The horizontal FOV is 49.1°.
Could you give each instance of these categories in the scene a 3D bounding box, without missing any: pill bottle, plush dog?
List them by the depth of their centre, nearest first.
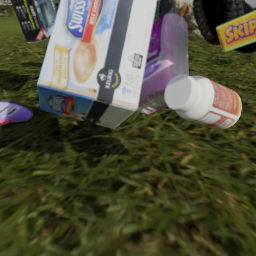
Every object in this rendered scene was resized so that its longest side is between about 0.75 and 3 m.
[{"bbox_3d":[1.137,-0.402,4.261,1.196,0.671,0.671,13,13,-39],"label":"pill bottle"},{"bbox_3d":[1.764,-2.875,7.368,1.617,1.389,1.297,11,65,33],"label":"plush dog"}]

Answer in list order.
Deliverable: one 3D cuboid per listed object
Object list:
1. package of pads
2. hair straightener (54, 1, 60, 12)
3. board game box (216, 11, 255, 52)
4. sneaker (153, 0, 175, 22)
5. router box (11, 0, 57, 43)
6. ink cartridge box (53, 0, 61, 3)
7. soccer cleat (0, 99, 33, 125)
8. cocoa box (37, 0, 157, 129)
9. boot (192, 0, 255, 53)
[{"bbox_3d":[0.689,-1.360,6.039,0.742,1.961,1.182,22,-27,-38],"label":"package of pads"},{"bbox_3d":[-2.509,-3.917,9.463,1.320,0.508,0.270,-30,39,26],"label":"hair straightener"},{"bbox_3d":[2.177,-1.569,3.832,1.302,0.408,2.725,-15,10,34],"label":"board game box"},{"bbox_3d":[1.083,-3.403,8.451,0.716,1.636,0.609,2,59,-7],"label":"sneaker"},{"bbox_3d":[-2.824,-3.817,8.352,0.646,2.081,1.559,-6,35,9],"label":"router box"},{"bbox_3d":[-2.221,-5.275,11.095,1.376,0.589,1.015,7,-7,-18],"label":"ink cartridge box"},{"bbox_3d":[-4.293,-0.306,8.523,2.636,0.899,0.965,3,52,-11],"label":"soccer cleat"},{"bbox_3d":[-0.508,-1.225,4.446,1.359,2.071,1.381,14,-14,-13],"label":"cocoa box"},{"bbox_3d":[1.844,-1.865,5.021,0.753,2.001,1.496,-34,26,35],"label":"boot"}]
